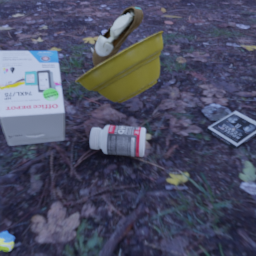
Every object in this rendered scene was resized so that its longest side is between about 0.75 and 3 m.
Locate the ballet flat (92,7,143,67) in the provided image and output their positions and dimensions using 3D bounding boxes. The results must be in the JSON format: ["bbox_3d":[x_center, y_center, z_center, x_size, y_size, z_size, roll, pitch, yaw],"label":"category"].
[{"bbox_3d":[-0.553,-3.584,10.969,0.982,2.896,1.048,48,15,8],"label":"ballet flat"}]

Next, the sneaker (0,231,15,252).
[{"bbox_3d":[-3.558,3.069,7.615,0.985,0.373,0.517,10,28,0],"label":"sneaker"}]

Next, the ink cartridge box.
[{"bbox_3d":[-2.735,-0.851,8.062,1.616,1.608,2.203,-5,61,-17],"label":"ink cartridge box"}]

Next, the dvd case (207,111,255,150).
[{"bbox_3d":[4.349,0.045,11.324,1.886,0.233,1.418,-26,46,-29],"label":"dvd case"}]

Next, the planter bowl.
[{"bbox_3d":[0.003,-1.574,8.366,2.952,1.230,2.952,-28,10,5],"label":"planter bowl"}]

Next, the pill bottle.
[{"bbox_3d":[-0.362,0.457,10.156,1.936,1.072,1.072,4,40,5],"label":"pill bottle"}]

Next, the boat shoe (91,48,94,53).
[{"bbox_3d":[-2.018,-4.618,16.897,0.289,0.339,1.014,-15,38,-10],"label":"boat shoe"}]
